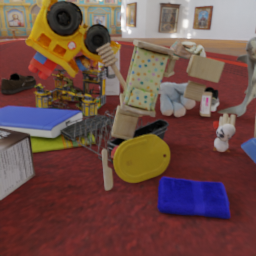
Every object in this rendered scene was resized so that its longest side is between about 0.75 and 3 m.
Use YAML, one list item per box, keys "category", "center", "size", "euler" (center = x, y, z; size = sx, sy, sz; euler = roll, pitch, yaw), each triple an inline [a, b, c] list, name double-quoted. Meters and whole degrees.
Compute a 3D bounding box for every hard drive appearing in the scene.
- category: "hard drive"
  center: [-3.215, -0.249, 9.008]
  size: [2.904, 0.368, 1.916]
  euler: [5, 19, 17]

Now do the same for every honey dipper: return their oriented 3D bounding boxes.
- category: "honey dipper"
  center: [-0.192, -1.511, 9.409]
  size: [0.510, 2.685, 0.510]
  euler: [-27, 16, 8]

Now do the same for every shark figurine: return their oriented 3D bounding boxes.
- category: "shark figurine"
  center: [3.994, -1.803, 9.393]
  size: [1.745, 2.921, 1.219]
  euler: [-24, 44, -26]

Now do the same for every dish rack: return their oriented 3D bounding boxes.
- category: "dish rack"
  center: [-0.501, 0.050, 7.947]
  size: [2.724, 0.743, 2.090]
  euler: [23, 31, 37]

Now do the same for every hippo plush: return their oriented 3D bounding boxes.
- category: "hippo plush"
  center: [1.628, -1.036, 10.568]
  size: [1.738, 1.384, 1.397]
  euler: [16, -5, 9]

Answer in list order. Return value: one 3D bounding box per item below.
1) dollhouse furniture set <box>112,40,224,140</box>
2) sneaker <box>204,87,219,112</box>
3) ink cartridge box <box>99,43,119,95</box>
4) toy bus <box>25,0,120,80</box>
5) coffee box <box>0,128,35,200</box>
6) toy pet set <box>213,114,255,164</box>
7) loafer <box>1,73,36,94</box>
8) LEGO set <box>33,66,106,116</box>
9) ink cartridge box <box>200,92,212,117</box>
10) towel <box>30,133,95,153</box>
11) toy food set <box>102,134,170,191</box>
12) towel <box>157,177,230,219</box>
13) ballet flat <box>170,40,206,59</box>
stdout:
- category: "dollhouse furniture set"
  center: [0.841, -0.531, 6.072]
  size: [1.978, 2.236, 1.243]
  euler: [12, 18, -7]
- category: "sneaker"
  center: [3.281, -1.263, 11.170]
  size: [0.701, 0.831, 1.900]
  euler: [7, 23, 18]
- category: "ink cartridge box"
  center: [-0.908, -2.773, 13.079]
  size: [0.940, 2.197, 1.621]
  euler: [-2, 22, -6]
- category: "toy bus"
  center: [-2.155, -2.852, 10.131]
  size: [2.953, 2.835, 2.004]
  euler: [31, 15, -17]
- category: "coffee box"
  center: [-3.296, 0.947, 5.348]
  size: [1.533, 1.082, 2.712]
  euler: [8, 23, 20]
- category: "toy pet set"
  center: [3.590, 0.525, 6.691]
  size: [2.867, 1.522, 2.677]
  euler: [7, -10, 10]
- category: "loafer"
  center: [-5.292, -2.281, 13.689]
  size: [0.853, 0.834, 2.337]
  euler: [5, 22, 12]
- category: "LEGO set"
  center: [-2.136, -1.679, 10.840]
  size: [2.931, 1.698, 2.254]
  euler: [13, 24, 20]
- category: "ink cartridge box"
  center: [2.758, -0.849, 9.960]
  size: [0.316, 0.841, 0.693]
  euler: [4, 8, 10]
- category: "towel"
  center: [-2.215, 0.357, 7.983]
  size: [2.449, 0.221, 1.054]
  euler: [-8, 22, -18]
- category: "toy food set"
  center: [0.109, 0.703, 6.330]
  size: [1.647, 0.969, 0.538]
  euler: [-14, 5, -20]
- category: "towel"
  center: [1.243, 1.313, 5.454]
  size: [1.325, 0.328, 0.978]
  euler: [2, 21, 6]
- category: "ballet flat"
  center: [2.044, -2.362, 8.775]
  size: [1.597, 0.537, 0.544]
  euler: [7, 40, -34]
